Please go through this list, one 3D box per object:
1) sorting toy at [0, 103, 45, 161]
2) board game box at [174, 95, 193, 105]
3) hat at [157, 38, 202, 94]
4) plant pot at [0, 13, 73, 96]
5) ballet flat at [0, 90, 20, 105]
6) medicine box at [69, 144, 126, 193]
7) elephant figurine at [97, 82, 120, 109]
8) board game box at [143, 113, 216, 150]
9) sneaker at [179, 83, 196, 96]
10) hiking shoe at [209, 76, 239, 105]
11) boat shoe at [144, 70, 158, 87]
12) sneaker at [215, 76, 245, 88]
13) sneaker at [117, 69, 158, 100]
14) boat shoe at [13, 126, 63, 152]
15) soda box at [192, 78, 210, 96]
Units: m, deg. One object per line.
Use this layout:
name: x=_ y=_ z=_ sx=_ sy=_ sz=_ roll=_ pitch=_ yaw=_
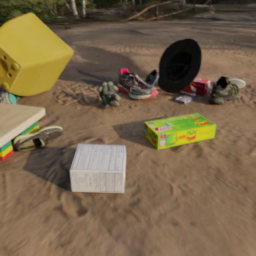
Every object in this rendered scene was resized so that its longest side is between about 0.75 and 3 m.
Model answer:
sorting toy: x=-4.804 y=0.126 z=9.719 sx=2.810 sy=0.984 sz=2.827 roll=7 pitch=28 yaw=15
board game box: x=2.736 y=-1.384 z=13.679 sx=0.568 sy=0.144 sz=0.839 roll=22 pitch=34 yaw=37
hat: x=2.796 y=-2.951 z=14.077 sx=1.162 sy=2.880 sz=2.880 roll=18 pitch=11 yaw=-40
plant pot: x=-4.893 y=-3.133 z=12.954 sx=2.839 sy=2.821 sz=2.904 roll=42 pitch=33 yaw=-3
ballet flat: x=-5.666 y=-1.473 z=13.141 sx=0.938 sy=0.938 sz=2.608 roll=-6 pitch=26 yaw=-11
medicine box: x=-0.807 y=1.125 z=7.933 sx=1.449 sy=0.746 sz=1.320 roll=2 pitch=29 yaw=0
elephant figurine: x=-0.827 y=-1.306 z=12.752 sx=1.027 sy=1.126 sz=1.452 roll=-32 pitch=55 yaw=10
board game box: x=1.865 y=0.081 z=10.293 sx=2.337 sy=0.556 sz=1.187 roll=-10 pitch=28 yaw=-19
sneaker: x=3.049 y=-2.066 z=14.478 sx=1.049 sy=0.606 sz=0.411 roll=22 pitch=24 yaw=30
hiking shoe: x=4.791 y=-1.936 z=13.603 sx=0.896 sy=1.191 sz=2.366 roll=21 pitch=33 yaw=36
boat shoe: x=1.246 y=-2.710 z=15.543 sx=0.634 sy=0.601 sz=1.815 roll=4 pitch=36 yaw=31
sneaker: x=5.697 y=-2.582 z=15.597 sx=1.562 sy=0.552 sz=0.775 roll=6 pitch=32 yaw=21
sneaker: x=0.343 y=-2.190 z=14.250 sx=1.165 sy=1.079 sz=2.890 roll=-19 pitch=33 yaw=-33
boat shoe: x=-3.006 y=0.443 z=9.618 sx=1.728 sy=0.633 sz=0.560 roll=-20 pitch=43 yaw=-27
soda box: x=3.194 y=-2.341 z=14.965 sx=2.210 sy=0.701 sz=0.774 roll=19 pitch=32 yaw=34
